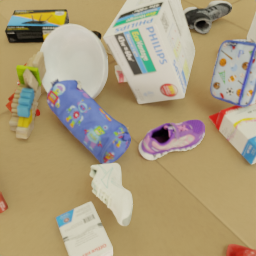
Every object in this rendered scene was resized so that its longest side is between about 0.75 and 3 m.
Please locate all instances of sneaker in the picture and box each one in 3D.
[{"bbox_3d":[1.316,0.196,7.947,2.085,0.922,0.838,-19,57,-15],"label":"sneaker"},{"bbox_3d":[-0.421,1.453,6.261,0.749,0.658,1.870,6,25,-22],"label":"sneaker"},{"bbox_3d":[3.562,-4.770,12.206,2.279,0.860,1.297,-12,52,-3],"label":"sneaker"}]

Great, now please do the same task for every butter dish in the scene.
[{"bbox_3d":[2.697,3.027,5.570,1.360,1.008,1.364,16,52,12],"label":"butter dish"}]

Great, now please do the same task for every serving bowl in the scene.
[{"bbox_3d":[-1.684,-2.007,9.170,2.532,2.532,0.833,23,18,18],"label":"serving bowl"}]

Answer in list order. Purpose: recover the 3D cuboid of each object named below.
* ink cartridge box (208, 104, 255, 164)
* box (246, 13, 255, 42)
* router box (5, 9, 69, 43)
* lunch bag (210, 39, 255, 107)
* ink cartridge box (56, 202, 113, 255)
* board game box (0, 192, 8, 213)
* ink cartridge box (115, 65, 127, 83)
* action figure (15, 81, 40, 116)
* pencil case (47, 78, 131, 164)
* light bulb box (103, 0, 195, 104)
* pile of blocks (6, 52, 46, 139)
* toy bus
[{"bbox_3d":[3.501,-0.062,8.296,1.206,0.698,2.076,-19,49,-16],"label":"ink cartridge box"},{"bbox_3d":[5.229,-3.426,10.499,1.094,1.674,1.665,9,49,8],"label":"box"},{"bbox_3d":[-3.827,-4.391,12.010,2.342,0.598,1.747,-1,50,-1],"label":"router box"},{"bbox_3d":[3.264,-1.620,8.083,0.710,1.879,1.506,-14,32,-39],"label":"lunch bag"},{"bbox_3d":[-0.989,2.455,6.360,0.898,0.518,1.230,-21,54,-17],"label":"ink cartridge box"},{"bbox_3d":[-4.044,0.842,7.108,2.785,1.434,0.271,37,55,26],"label":"board game box"},{"bbox_3d":[0.000,-2.026,10.203,0.855,0.363,0.623,-12,51,-8],"label":"ink cartridge box"},{"bbox_3d":[-3.428,-1.041,9.371,0.568,0.449,1.737,-24,52,-16],"label":"action figure"},{"bbox_3d":[-1.146,-0.277,8.026,2.828,1.104,1.228,44,105,21],"label":"pencil case"},{"bbox_3d":[0.877,-2.669,9.021,1.678,2.665,2.689,-5,44,30],"label":"light bulb box"},{"bbox_3d":[-3.220,-1.068,8.469,0.847,1.119,2.726,7,73,-1],"label":"pile of blocks"},{"bbox_3d":[-1.817,-3.072,10.425,2.474,1.355,2.622,16,52,13],"label":"toy bus"}]
